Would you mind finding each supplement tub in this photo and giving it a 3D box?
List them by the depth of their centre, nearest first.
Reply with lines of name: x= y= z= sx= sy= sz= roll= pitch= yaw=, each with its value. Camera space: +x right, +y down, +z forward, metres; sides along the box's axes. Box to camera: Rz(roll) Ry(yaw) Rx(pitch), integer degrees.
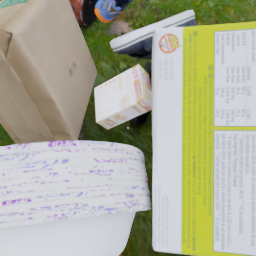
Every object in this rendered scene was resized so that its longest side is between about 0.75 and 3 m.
supplement tub: x=-2.308 y=-4.398 z=8.992 sx=2.720 sy=1.455 sz=1.455 roll=24 pitch=67 yaw=10

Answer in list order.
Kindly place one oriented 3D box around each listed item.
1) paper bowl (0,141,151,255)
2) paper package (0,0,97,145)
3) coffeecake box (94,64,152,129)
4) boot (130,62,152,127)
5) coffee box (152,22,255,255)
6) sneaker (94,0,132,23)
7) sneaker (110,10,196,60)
paper bowl: x=-1.039 y=1.164 z=3.946 sx=2.734 sy=2.734 sz=1.422 roll=-6 pitch=73 yaw=-3
paper package: x=-1.691 y=-1.214 z=5.416 sx=1.270 sy=2.339 sz=2.454 roll=-7 pitch=42 yaw=13
coffeecake box: x=-0.080 y=-0.463 z=4.299 sx=0.865 sy=0.316 sz=0.664 roll=-24 pitch=55 yaw=26
boot: x=1.032 y=-0.857 z=7.681 sx=1.636 sy=0.824 sz=2.189 roll=16 pitch=66 yaw=7
coffee box: x=1.928 y=0.192 z=4.397 sx=2.749 sy=2.775 sz=2.779 roll=0 pitch=88 yaw=14
sneaker: x=-0.062 y=-2.609 z=5.426 sx=0.548 sy=0.526 sz=1.396 roll=7 pitch=62 yaw=52
sneaker: x=0.720 y=-1.845 z=6.095 sx=2.361 sy=0.926 sz=0.938 roll=-29 pitch=111 yaw=-30
